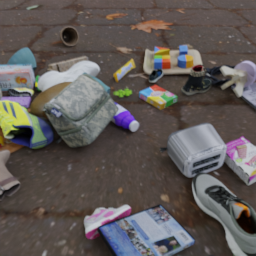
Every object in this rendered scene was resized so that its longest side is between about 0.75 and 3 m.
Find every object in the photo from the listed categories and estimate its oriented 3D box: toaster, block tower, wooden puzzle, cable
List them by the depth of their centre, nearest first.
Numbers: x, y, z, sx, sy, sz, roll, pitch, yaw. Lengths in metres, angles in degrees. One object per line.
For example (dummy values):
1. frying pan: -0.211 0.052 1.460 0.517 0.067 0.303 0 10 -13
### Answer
1. toaster: 1.964 0.670 8.214 1.815 1.031 1.172 -15 42 -13
2. cable: 4.398 -2.339 12.638 1.843 0.468 1.504 8 40 12
3. block tower: -2.782 -2.920 13.291 1.996 0.539 0.577 -23 25 -27
4. wooden puzzle: 2.275 -3.475 14.024 2.899 0.671 2.685 4 37 5

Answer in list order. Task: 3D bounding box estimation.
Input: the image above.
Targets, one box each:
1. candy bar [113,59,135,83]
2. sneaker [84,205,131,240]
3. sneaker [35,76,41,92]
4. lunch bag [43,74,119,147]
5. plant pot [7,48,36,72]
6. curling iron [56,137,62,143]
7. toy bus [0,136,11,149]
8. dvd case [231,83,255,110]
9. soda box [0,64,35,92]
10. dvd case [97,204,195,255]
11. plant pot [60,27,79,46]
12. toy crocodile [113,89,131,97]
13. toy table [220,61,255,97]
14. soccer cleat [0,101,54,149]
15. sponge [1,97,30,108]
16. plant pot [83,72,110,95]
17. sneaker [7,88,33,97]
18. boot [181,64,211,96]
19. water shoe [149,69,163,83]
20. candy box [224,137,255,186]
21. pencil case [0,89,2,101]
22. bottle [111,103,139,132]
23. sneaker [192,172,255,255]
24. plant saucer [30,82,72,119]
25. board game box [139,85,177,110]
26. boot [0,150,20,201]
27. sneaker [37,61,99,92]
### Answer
1. candy bar: -0.173 -2.684 13.156 0.202 0.454 1.820 1 34 34
2. sneaker: -0.523 2.121 6.725 1.237 0.503 0.546 -18 43 -23
3. sneaker: -3.838 -1.917 12.261 0.432 0.396 1.014 -3 45 -16
4. lunch bag: -1.530 -0.581 8.926 1.405 1.691 2.017 -13 31 47
5. plant pot: -4.816 -2.952 13.033 0.875 1.299 1.299 45 44 -6
6. curling iron: -2.116 0.028 9.793 0.376 0.194 1.516 -8 37 26
7. toy bus: -4.472 0.387 8.983 1.019 0.558 1.080 12 39 15
8. dvd case: 5.355 -1.310 11.489 1.410 0.151 1.897 -9 40 -14
9. soda box: -5.525 -2.135 12.071 2.745 0.873 0.939 -3 37 -5
10. dvd case: 0.402 2.401 6.255 1.825 0.160 1.302 -10 30 -31
11. plant pot: -3.528 -5.296 16.280 1.077 1.077 0.939 -20 21 -25
12. toy crocodile: -0.209 -1.437 11.591 0.867 0.293 0.268 -15 9 -37
13. toy table: 4.395 -1.981 11.250 0.876 1.496 1.375 -27 71 -13
14. soccer cleat: -3.798 -0.145 9.268 3.001 0.970 1.255 22 32 24
15. sponge: -4.519 -1.006 11.153 1.130 0.168 0.630 -2 38 -4
16. plant pot: -1.363 -1.402 10.933 1.133 1.206 1.206 22 40 6
17. sneaker: -4.451 -1.468 11.638 1.079 0.422 0.487 10 29 4
18. boot: 3.008 -2.041 11.576 1.619 1.223 0.585 -20 55 -27
19. water shoe: 1.285 -2.458 12.681 0.384 0.424 1.074 15 48 25
20. candy box: 3.460 0.935 8.262 0.934 0.418 1.369 -22 41 -12
21. pencil case: -6.227 -1.262 10.871 2.328 0.906 1.041 -8 19 -11
22. bottle: -0.254 -0.386 10.047 0.653 0.511 1.564 -26 44 -31
23. sneaker: 2.399 1.873 6.651 0.928 0.995 2.511 -15 37 -15
24. plant saucer: -2.424 -0.850 9.763 1.915 1.915 0.339 -25 72 -29
25. board game box: 1.214 -1.260 11.426 0.971 0.256 1.269 -27 45 -31
26. boot: -3.515 1.354 7.780 1.219 0.586 1.667 21 42 16
27. sneaker: -2.249 -1.862 11.837 2.947 1.103 1.468 -31 68 -36
